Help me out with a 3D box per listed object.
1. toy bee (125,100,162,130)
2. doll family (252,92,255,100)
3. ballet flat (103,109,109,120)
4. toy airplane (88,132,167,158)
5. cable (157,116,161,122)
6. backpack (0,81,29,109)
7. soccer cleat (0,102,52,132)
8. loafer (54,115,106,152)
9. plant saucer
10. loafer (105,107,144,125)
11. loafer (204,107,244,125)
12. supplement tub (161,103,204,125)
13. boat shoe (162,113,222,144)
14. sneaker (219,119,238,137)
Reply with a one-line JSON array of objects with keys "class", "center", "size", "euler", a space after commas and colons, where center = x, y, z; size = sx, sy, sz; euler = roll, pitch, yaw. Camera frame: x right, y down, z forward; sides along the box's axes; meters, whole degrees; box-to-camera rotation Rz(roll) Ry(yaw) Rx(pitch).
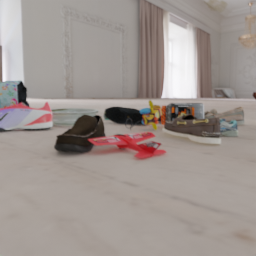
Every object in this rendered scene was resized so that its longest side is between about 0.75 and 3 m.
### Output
[{"class": "toy bee", "center": [0.868, -0.339, 10.636], "size": [0.954, 1.149, 1.755], "euler": [10, 52, 40]}, {"class": "doll family", "center": [5.199, -0.857, 9.813], "size": [1.020, 2.600, 1.503], "euler": [32, -40, -8]}, {"class": "ballet flat", "center": [-0.336, -0.724, 14.327], "size": [1.985, 0.737, 0.737], "euler": [2, 8, 14]}, {"class": "toy airplane", "center": [0.124, 0.415, 7.202], "size": [2.118, 0.390, 2.118], "euler": [0, 8, 0]}, {"class": "cable", "center": [2.013, -0.550, 13.547], "size": [2.145, 0.545, 1.750], "euler": [6, 10, 34]}, {"class": "backpack", "center": [-5.402, -1.141, 12.731], "size": [1.681, 1.983, 2.233], "euler": [-6, 19, -18]}, {"class": "soccer cleat", "center": [-4.428, -0.437, 10.676], "size": [2.969, 1.087, 1.013], "euler": [-2, 7, -15]}, {"class": "loafer", "center": [-1.308, 0.080, 7.758], "size": [0.912, 0.892, 2.500], "euler": [1, 8, 10]}, {"class": "plant saucer", "center": [-2.657, -0.498, 12.732], "size": [2.617, 0.657, 2.617], "euler": [0, 9, 0]}, {"class": "loafer", "center": [0.001, -0.526, 12.791], "size": [2.284, 0.775, 0.802], "euler": [10, 7, 29]}, {"class": "loafer", "center": [3.946, -0.532, 12.444], "size": [2.549, 0.801, 0.916], "euler": [-2, 8, -11]}, {"class": "supplement tub", "center": [2.223, -0.508, 11.483], "size": [1.680, 1.029, 1.029], "euler": [1, 8, 12]}, {"class": "boat shoe", "center": [1.979, -0.063, 9.017], "size": [0.942, 0.780, 2.621], "euler": [2, 6, -23]}, {"class": "sneaker", "center": [3.050, -0.021, 9.524], "size": [1.400, 0.604, 0.543], "euler": [-2, 8, -11]}]
